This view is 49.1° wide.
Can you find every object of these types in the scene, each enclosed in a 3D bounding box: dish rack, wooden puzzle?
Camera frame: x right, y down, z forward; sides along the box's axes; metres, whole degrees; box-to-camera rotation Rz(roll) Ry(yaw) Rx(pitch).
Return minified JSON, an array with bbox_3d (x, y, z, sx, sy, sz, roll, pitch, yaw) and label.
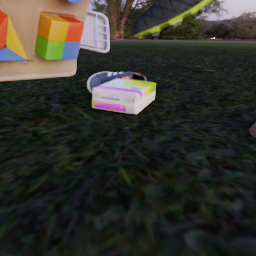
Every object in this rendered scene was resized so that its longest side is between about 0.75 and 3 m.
[{"bbox_3d":[-1.205,-2.667,7.683,1.407,1.208,0.306,4,-13,-32],"label":"dish rack"},{"bbox_3d":[-1.260,-1.656,3.728,0.509,2.201,2.038,34,32,32],"label":"wooden puzzle"}]

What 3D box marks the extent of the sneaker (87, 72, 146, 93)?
[{"bbox_3d":[-0.388,-1.901,11.445,2.542,0.953,1.074,-14,10,-32],"label":"sneaker"}]

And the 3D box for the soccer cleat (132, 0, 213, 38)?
[{"bbox_3d":[1.199,-2.679,5.039,2.855,1.157,0.964,-30,11,14],"label":"soccer cleat"}]

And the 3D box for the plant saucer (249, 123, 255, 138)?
[{"bbox_3d":[4.153,0.068,7.456,1.682,0.290,1.682,1,21,0],"label":"plant saucer"}]

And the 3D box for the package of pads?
[{"bbox_3d":[-0.135,-1.179,10.039,1.719,0.759,2.225,10,22,20],"label":"package of pads"}]
